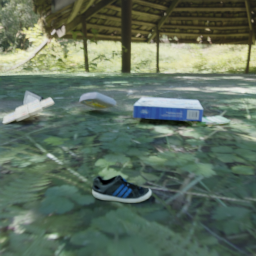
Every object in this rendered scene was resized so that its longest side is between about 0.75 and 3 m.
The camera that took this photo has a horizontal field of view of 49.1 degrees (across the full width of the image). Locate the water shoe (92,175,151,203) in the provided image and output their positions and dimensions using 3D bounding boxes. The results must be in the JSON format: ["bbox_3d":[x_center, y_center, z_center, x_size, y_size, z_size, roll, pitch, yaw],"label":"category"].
[{"bbox_3d":[-0.139,1.271,5.955,1.268,0.500,0.453,0,15,2],"label":"water shoe"}]

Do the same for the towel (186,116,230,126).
[{"bbox_3d":[3.541,-0.346,12.706,1.746,0.204,1.332,-4,13,-5],"label":"towel"}]

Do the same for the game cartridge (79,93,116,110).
[{"bbox_3d":[-1.705,-1.381,14.651,1.372,0.416,2.058,23,-15,-29],"label":"game cartridge"}]

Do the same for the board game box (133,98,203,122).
[{"bbox_3d":[1.908,-0.919,13.296,2.958,0.642,2.944,4,14,9],"label":"board game box"}]

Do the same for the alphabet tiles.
[{"bbox_3d":[-4.746,-0.869,13.294,2.408,0.180,2.462,-24,21,-14],"label":"alphabet tiles"}]

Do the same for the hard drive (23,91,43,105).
[{"bbox_3d":[-5.149,-1.450,15.161,1.177,0.822,0.223,25,15,26],"label":"hard drive"}]
